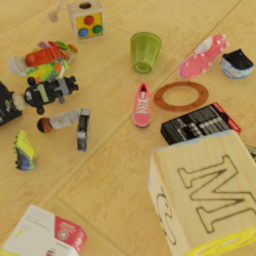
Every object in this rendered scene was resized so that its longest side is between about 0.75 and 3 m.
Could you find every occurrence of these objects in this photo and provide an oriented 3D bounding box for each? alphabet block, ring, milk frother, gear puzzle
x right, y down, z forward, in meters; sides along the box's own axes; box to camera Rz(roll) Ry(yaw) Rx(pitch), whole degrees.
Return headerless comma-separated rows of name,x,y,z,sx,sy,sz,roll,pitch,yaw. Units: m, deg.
alphabet block,2.075,1.898,7.462,2.440,2.427,2.484,-15,55,-8
ring,1.981,-1.260,10.628,2.092,0.201,2.092,-7,38,6
milk frother,-5.577,-0.840,9.939,2.462,2.363,2.618,-36,25,-23
gear puzzle,-2.701,-3.284,11.781,1.191,0.301,2.300,44,27,2

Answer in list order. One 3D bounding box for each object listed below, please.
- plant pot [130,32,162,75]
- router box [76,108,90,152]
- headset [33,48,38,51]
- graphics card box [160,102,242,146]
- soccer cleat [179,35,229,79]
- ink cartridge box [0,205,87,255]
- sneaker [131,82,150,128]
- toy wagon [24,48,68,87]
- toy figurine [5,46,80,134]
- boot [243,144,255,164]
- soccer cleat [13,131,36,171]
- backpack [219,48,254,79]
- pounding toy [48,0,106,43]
plant pot,0.664,-3.031,11.737,1.392,1.392,1.341,7,66,5
router box,-1.475,0.058,9.307,0.307,0.924,1.175,4,42,-3
headset,-3.725,-3.136,12.326,0.838,0.637,1.356,-24,43,-20
graphics card box,2.501,0.116,9.819,2.383,0.606,1.495,-21,57,-16
soccer cleat,3.107,-3.037,12.031,2.864,0.955,1.095,-42,23,-16
ink cartridge box,-2.360,3.439,7.216,1.673,0.961,2.305,19,57,13
sneaker,0.474,-0.894,10.397,0.716,0.843,1.943,1,55,1
toy wagon,-3.351,-2.299,11.429,1.773,0.452,2.285,-32,69,-14
toy figurine,-2.854,-1.207,9.604,1.765,2.497,2.536,-18,59,7
boot,3.585,1.544,8.628,2.602,0.952,1.960,9,54,-1
soccer cleat,-3.483,0.779,9.511,0.684,0.528,1.635,7,43,-32
backpack,4.494,-2.531,11.549,1.071,0.860,1.171,-20,54,-14
pounding toy,-2.292,-4.921,12.497,2.379,2.090,1.089,-17,56,-12
